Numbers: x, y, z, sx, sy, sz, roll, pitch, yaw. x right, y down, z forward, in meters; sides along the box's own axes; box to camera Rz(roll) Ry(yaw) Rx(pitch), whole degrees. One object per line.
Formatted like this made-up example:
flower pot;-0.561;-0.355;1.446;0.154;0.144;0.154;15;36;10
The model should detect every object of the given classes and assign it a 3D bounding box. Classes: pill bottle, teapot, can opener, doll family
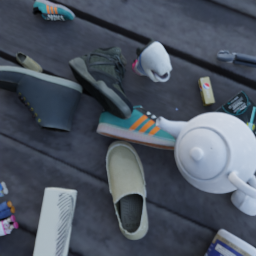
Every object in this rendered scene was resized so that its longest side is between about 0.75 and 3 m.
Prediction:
pill bottle;2.323;4.035;6.994;1.423;1.423;2.562;33;80;6
teapot;3.292;1.927;7.670;0.843;0.854;0.624;23;108;-11
teapot;1.929;0.619;6.538;2.123;1.550;2.095;-13;81;35
can opener;3.410;-2.071;8.689;1.341;0.358;0.448;14;51;6
doll family;-3.877;2.244;7.792;1.159;0.842;1.868;-20;97;-11

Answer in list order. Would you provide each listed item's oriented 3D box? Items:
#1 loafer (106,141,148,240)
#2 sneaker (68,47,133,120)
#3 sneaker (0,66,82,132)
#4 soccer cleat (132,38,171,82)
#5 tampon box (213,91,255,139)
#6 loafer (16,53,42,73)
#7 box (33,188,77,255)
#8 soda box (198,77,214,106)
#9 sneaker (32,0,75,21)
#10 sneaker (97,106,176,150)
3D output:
loafer;0.026;1.670;7.712;1.053;0.950;2.783;-13;79;-3
sneaker;-0.433;-1.447;7.965;1.596;1.065;2.786;-34;51;-11
sneaker;-2.881;-0.808;8.155;2.833;1.059;1.505;11;79;1
soccer cleat;0.652;-1.616;7.653;0.828;2.370;1.023;-36;90;3
tampon box;3.117;0.130;7.877;1.325;1.116;1.768;-37;82;0
loafer;-3.141;-2.010;8.770;0.993;0.335;0.377;33;80;6
box;-1.967;2.759;7.535;0.753;0.904;2.201;7;80;1
soda box;2.403;-1.113;8.624;0.283;0.268;0.837;-9;79;-2
sneaker;-2.427;-3.681;9.062;1.397;0.499;0.558;22;85;8
sneaker;0.525;-0.075;8.056;2.738;0.977;1.094;13;80;2
